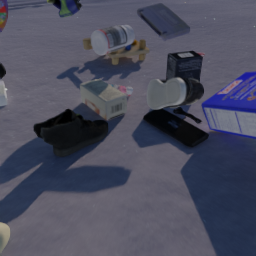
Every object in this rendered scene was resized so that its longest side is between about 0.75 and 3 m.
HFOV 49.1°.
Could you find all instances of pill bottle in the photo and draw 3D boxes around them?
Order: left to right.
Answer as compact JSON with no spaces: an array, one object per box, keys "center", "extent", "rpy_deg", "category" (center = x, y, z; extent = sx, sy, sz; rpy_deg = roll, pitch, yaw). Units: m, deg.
[{"center":[-0.562,-3.417,10.738],"extent":[0.902,0.902,1.583],"rpy_deg":[27,41,34],"category":"pill bottle"}]

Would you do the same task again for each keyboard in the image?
[{"center":[1.628,-0.147,9.005],"extent":[1.373,0.223,2.161],"rpy_deg":[-29,44,-27],"category":"keyboard"}]

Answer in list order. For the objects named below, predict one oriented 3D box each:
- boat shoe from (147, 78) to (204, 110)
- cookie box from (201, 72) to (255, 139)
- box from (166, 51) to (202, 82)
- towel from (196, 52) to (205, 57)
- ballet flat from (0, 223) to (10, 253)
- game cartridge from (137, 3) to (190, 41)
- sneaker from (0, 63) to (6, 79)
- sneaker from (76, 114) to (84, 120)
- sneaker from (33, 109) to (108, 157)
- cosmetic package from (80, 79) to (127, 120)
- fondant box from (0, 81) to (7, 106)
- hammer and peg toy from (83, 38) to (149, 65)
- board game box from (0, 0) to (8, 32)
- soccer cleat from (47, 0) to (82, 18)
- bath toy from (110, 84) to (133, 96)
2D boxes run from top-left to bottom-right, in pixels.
[{"center":[0.730,-0.603,4.773],"extent":[0.448,0.549,1.485],"rpy_deg":[-2,1,-17],"category":"boat shoe"},{"center":[3.975,-0.711,7.978],"extent":[2.364,1.038,2.763],"rpy_deg":[-34,25,-23],"category":"cookie box"},{"center":[2.136,-2.131,10.864],"extent":[1.087,1.465,0.784],"rpy_deg":[-10,35,-15],"category":"box"},{"center":[3.551,-3.810,14.657],"extent":[0.740,0.117,1.027],"rpy_deg":[16,37,22],"category":"towel"},{"center":[-3.101,2.361,4.618],"extent":[0.893,0.893,2.571],"rpy_deg":[18,37,25],"category":"ballet flat"},{"center":[1.314,-3.979,10.447],"extent":[1.201,0.356,1.853],"rpy_deg":[-21,58,-25],"category":"game cartridge"},{"center":[-6.394,-1.923,11.206],"extent":[2.852,1.080,1.249],"rpy_deg":[-7,47,-2],"category":"sneaker"},{"center":[-1.605,-0.302,9.057],"extent":[0.356,0.405,0.956],"rpy_deg":[-18,37,-27],"category":"sneaker"},{"center":[-1.464,-0.020,7.880],"extent":[0.703,1.221,2.342],"rpy_deg":[28,43,35],"category":"sneaker"},{"center":[-0.888,-1.035,9.860],"extent":[0.885,0.747,1.713],"rpy_deg":[-22,40,-29],"category":"cosmetic package"},{"center":[-5.140,-1.245,10.484],"extent":[1.024,0.413,1.419],"rpy_deg":[-13,35,-19],"category":"fondant box"},{"center":[-0.636,-3.951,14.054],"extent":[2.938,1.036,2.161],"rpy_deg":[-14,38,-21],"category":"hammer and peg toy"},{"center":[-3.568,-2.735,6.534],"extent":[0.329,1.334,1.688],"rpy_deg":[39,26,31],"category":"board game box"},{"center":[-1.910,-3.691,7.394],"extent":[0.759,0.587,1.815],"rpy_deg":[-30,74,-1],"category":"soccer cleat"},{"center":[-0.246,-1.487,10.925],"extent":[0.925,0.342,0.402],"rpy_deg":[13,36,21],"category":"bath toy"}]
